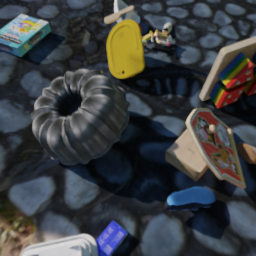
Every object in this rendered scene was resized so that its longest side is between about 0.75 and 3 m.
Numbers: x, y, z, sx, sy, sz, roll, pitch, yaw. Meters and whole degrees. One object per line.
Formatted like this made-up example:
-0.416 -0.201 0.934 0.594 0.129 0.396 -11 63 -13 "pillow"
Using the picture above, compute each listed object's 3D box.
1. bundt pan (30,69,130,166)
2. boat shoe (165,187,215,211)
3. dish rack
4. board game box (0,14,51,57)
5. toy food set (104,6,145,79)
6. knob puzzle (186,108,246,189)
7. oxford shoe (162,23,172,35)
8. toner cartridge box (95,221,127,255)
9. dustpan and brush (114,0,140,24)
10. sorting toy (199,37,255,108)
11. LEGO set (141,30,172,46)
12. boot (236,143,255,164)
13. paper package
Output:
-1.507 -0.511 8.020 2.990 1.122 2.990 -12 55 17 "bundt pan"
1.560 1.836 7.221 1.431 0.491 0.602 5 46 -21 "boat shoe"
-1.519 3.474 5.986 1.858 0.471 2.165 -11 58 -2 "dish rack"
-4.379 -3.819 11.458 1.470 0.457 1.947 21 56 17 "board game box"
0.048 -2.991 10.276 1.566 0.869 2.661 -16 74 36 "toy food set"
2.419 0.327 7.581 2.538 0.352 2.538 28 46 -33 "knob puzzle"
1.660 -4.243 11.935 0.341 0.262 0.908 14 53 14 "oxford shoe"
-0.509 2.798 6.761 0.472 0.215 0.994 34 61 21 "toner cartridge box"
-0.089 -4.395 11.596 0.576 1.404 2.012 -6 63 47 "dustpan and brush"
3.692 -1.729 8.854 2.287 2.273 0.796 -22 63 -15 "sorting toy"
1.031 -3.405 11.089 1.477 0.679 0.550 -6 67 -3 "LEGO set"
3.918 0.800 8.117 0.952 0.457 1.302 -6 35 -22 "boot"
1.820 0.763 8.038 1.124 0.582 1.071 35 61 24 "paper package"
